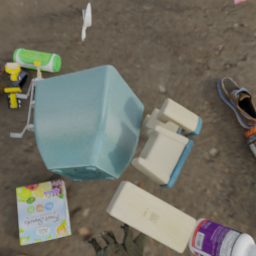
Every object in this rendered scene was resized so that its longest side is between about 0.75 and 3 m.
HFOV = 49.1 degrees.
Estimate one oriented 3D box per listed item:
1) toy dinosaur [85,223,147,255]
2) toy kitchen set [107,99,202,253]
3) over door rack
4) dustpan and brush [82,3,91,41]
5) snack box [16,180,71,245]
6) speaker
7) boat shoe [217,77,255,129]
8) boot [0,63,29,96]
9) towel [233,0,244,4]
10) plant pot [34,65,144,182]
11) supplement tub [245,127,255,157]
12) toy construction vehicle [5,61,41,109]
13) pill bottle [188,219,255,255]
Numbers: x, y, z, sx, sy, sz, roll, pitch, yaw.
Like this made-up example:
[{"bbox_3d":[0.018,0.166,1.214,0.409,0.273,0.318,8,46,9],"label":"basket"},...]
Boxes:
[{"bbox_3d":[-0.198,2.787,6.113,0.879,2.285,1.169,-37,67,25],"label":"toy dinosaur"},{"bbox_3d":[0.744,0.987,6.414,1.583,2.153,2.688,31,76,-5],"label":"toy kitchen set"},{"bbox_3d":[-2.653,-0.484,7.712,0.612,1.837,1.357,12,75,-34],"label":"over door rack"},{"bbox_3d":[-1.016,-2.513,6.701,0.237,0.579,0.830,-5,104,-11],"label":"dustpan and brush"},{"bbox_3d":[-2.547,2.524,8.454,1.391,0.558,1.650,-11,73,-4],"label":"snack box"},{"bbox_3d":[-3.271,-2.425,10.103,1.551,0.686,0.686,10,71,3],"label":"speaker"},{"bbox_3d":[3.837,-0.996,9.565,0.738,0.740,2.044,-27,73,-9],"label":"boat shoe"},{"bbox_3d":[-4.250,-1.423,9.755,0.879,0.677,1.813,20,70,9],"label":"boot"},{"bbox_3d":[4.004,-4.632,9.093,1.047,1.430,0.214,-7,75,14],"label":"towel"},{"bbox_3d":[-0.926,0.115,6.565,2.039,2.033,2.077,-8,64,22],"label":"plant pot"},{"bbox_3d":[4.457,0.668,8.897,0.926,0.926,1.511,-23,73,-8],"label":"supplement tub"},{"bbox_3d":[-3.550,-1.491,9.684,1.334,0.539,1.532,-7,103,-7],"label":"toy construction vehicle"},{"bbox_3d":[1.829,2.241,5.263,1.277,0.718,0.718,8,65,45],"label":"pill bottle"}]
